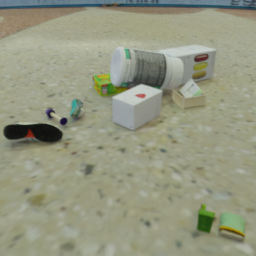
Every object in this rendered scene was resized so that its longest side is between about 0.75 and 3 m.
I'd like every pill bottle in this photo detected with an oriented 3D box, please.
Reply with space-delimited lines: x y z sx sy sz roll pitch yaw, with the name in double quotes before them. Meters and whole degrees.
"pill bottle" 0.757 -2.322 11.296 2.705 1.530 1.530 2 28 -20

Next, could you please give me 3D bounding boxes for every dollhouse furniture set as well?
"dollhouse furniture set" 1.943 1.831 5.747 0.959 0.481 0.628 11 31 18

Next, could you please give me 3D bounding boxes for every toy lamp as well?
"toy lamp" -2.524 -0.402 9.733 0.329 0.329 1.129 -25 35 -37

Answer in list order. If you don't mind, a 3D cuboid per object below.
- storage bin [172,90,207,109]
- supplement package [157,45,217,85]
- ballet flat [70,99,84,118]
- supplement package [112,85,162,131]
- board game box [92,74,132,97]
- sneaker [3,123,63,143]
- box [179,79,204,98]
"storage bin" 2.399 -1.220 11.134 1.014 0.475 1.007 -11 31 -18
"supplement package" 2.743 -3.015 13.309 2.513 1.429 1.376 -17 32 -26
"ballet flat" -1.797 -0.675 10.134 0.537 0.537 1.447 -3 27 -6
"supplement package" 0.331 -0.755 9.782 0.980 0.968 1.616 23 37 32
"board game box" -0.280 -2.026 12.459 2.369 0.564 1.203 -11 31 -19
"sneaker" -2.903 0.100 8.674 1.711 0.602 0.800 2 6 -15
"box" 2.502 -1.427 11.120 0.165 0.655 0.907 29 25 -42
